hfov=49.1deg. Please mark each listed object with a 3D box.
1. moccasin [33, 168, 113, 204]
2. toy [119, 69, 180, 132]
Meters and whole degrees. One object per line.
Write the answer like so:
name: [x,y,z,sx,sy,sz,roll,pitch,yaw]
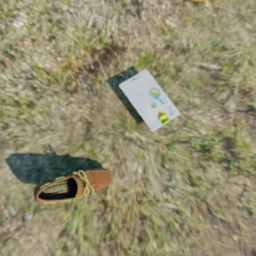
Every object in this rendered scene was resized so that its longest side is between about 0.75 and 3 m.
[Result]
moccasin: [-1.371,1.498,7.339,2.107,0.813,0.771,-4,85,-25]
toy: [0.627,-0.800,8.506,1.020,0.418,1.772,-32,74,-12]
